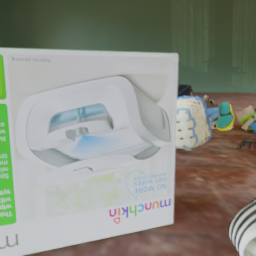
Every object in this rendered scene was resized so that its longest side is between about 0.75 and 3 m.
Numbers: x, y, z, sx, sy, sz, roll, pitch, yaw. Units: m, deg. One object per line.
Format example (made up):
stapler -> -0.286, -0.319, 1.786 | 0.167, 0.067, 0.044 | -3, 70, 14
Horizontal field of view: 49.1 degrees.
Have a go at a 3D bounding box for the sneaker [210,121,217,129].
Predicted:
sneaker -> 3.491, -0.162, 11.989 | 1.051, 0.392, 0.458 | 2, 15, 12

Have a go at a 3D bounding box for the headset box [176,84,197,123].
headset box -> 1.724, -0.811, 11.434 | 1.910, 0.964, 2.570 | 7, -17, 23

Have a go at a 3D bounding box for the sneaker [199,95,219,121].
sneaker -> 3.760, -0.760, 12.361 | 0.787, 0.844, 2.235 | 13, -5, 34

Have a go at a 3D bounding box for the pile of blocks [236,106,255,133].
pile of blocks -> 5.129, -0.042, 10.860 | 0.756, 0.998, 2.432 | 42, 7, -20

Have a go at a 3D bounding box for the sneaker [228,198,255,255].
sneaker -> 2.392, 1.106, 3.148 | 2.546, 0.961, 1.465 | -3, 12, -4

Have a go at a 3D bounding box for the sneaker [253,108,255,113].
sneaker -> 5.962, -0.181, 11.402 | 0.980, 0.914, 2.595 | 18, 5, -21

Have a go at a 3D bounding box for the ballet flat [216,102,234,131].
ballet flat -> 4.059, -0.326, 11.574 | 0.692, 0.694, 2.071 | -13, 27, 27

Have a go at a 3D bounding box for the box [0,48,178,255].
box -> -0.854, 0.208, 3.924 | 2.786, 2.458, 1.347 | -3, 10, -21

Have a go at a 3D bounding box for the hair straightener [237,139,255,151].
hair straightener -> 4.152, 0.635, 7.596 | 0.925, 0.492, 2.403 | -8, 8, -39

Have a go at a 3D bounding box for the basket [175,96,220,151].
basket -> 1.502, -0.163, 8.252 | 1.923, 1.517, 2.181 | -6, 18, 34
